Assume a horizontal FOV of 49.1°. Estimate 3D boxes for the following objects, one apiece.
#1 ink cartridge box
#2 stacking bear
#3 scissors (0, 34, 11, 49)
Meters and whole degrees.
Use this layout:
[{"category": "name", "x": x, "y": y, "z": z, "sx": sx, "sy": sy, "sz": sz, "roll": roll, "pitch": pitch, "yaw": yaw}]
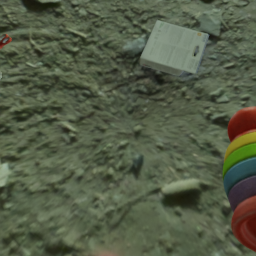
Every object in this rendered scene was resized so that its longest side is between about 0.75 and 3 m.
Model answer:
[{"category": "ink cartridge box", "x": 1.609, "y": -2.716, "z": 9.689, "sx": 1.947, "sy": 0.422, "sz": 1.912, "roll": 19, "pitch": 64, "yaw": 8}, {"category": "stacking bear", "x": 2.183, "y": 0.587, "z": 4.559, "sx": 1.305, "sy": 1.394, "sz": 2.295, "roll": 27, "pitch": 43, "yaw": -16}, {"category": "scissors", "x": -3.690, "y": -2.170, "z": 7.800, "sx": 0.417, "sy": 0.079, "sz": 1.139, "roll": 28, "pitch": 75, "yaw": 25}]
